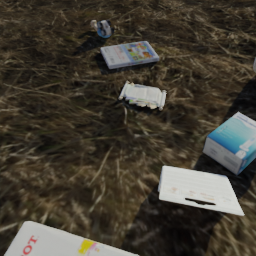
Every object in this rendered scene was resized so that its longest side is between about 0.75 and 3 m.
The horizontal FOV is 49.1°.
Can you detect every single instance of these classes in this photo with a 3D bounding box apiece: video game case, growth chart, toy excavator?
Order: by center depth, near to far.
[{"bbox_3d":[0.522,-1.156,10.006,1.711,0.152,1.238,15,47,14],"label":"growth chart"},{"bbox_3d":[0.047,-3.164,12.029,2.156,0.194,1.544,-12,45,-12],"label":"video game case"},{"bbox_3d":[-1.328,-4.783,13.435,0.597,1.196,1.163,-28,95,-27],"label":"toy excavator"}]

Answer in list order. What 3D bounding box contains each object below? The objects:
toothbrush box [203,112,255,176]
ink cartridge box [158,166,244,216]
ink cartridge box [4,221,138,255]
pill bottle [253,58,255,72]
[{"bbox_3d":[3.141,0.399,8.026,1.607,0.685,1.176,-33,53,-29],"label":"toothbrush box"},{"bbox_3d":[1.519,1.508,6.358,1.669,0.586,2.054,9,17,8],"label":"ink cartridge box"},{"bbox_3d":[-0.655,3.137,4.247,2.827,2.045,2.081,13,46,13],"label":"ink cartridge box"},{"bbox_3d":[6.153,-2.098,9.948,1.569,1.569,2.864,-30,52,-27],"label":"pill bottle"}]
